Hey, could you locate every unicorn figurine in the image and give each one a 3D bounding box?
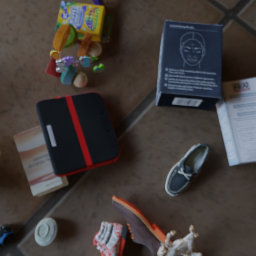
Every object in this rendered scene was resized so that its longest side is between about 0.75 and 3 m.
[{"bbox_3d":[1.697,3.637,8.541,1.849,0.683,1.270,7,119,-12],"label":"unicorn figurine"}]

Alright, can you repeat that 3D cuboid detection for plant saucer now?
[{"bbox_3d":[-2.680,3.311,8.962,0.851,0.214,0.851,-12,58,20],"label":"plant saucer"}]

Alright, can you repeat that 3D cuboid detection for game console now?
[{"bbox_3d":[-1.634,0.105,9.423,2.367,0.415,2.676,-14,74,-22],"label":"game console"}]

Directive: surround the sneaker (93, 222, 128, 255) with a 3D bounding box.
[{"bbox_3d":[-0.682,3.916,8.786,0.980,0.610,1.828,14,72,2],"label":"sneaker"}]

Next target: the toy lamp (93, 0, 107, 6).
[{"bbox_3d":[-0.406,-5.517,11.070,2.185,0.636,0.636,-41,80,-6],"label":"toy lamp"}]

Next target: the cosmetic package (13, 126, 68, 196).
[{"bbox_3d":[-2.884,1.102,9.308,1.077,0.909,2.085,-23,78,-7],"label":"cosmetic package"}]

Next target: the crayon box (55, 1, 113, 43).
[{"bbox_3d":[-1.650,-4.066,10.750,1.992,0.514,1.253,7,77,1],"label":"crayon box"}]

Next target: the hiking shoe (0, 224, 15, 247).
[{"bbox_3d":[-4.217,3.654,8.941,1.198,0.446,0.519,-43,79,-9],"label":"hiking shoe"}]

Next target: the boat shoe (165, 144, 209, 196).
[{"bbox_3d":[1.985,1.350,9.394,0.789,0.629,2.086,33,79,7],"label":"boat shoe"}]

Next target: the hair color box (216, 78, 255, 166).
[{"bbox_3d":[3.992,-0.211,9.654,1.394,0.854,2.816,-8,78,-2],"label":"hair color box"}]

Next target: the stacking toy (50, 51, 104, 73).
[{"bbox_3d":[-1.779,-2.346,9.813,1.725,0.405,1.300,-4,31,-20],"label":"stacking toy"}]

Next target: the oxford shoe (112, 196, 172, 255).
[{"bbox_3d":[0.268,3.134,8.891,2.338,0.832,0.848,41,84,9],"label":"oxford shoe"}]

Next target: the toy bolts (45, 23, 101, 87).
[{"bbox_3d":[-1.857,-2.440,9.804,1.429,1.967,2.060,24,100,-9],"label":"toy bolts"}]

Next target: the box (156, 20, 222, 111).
[{"bbox_3d":[2.093,-2.129,9.803,1.996,1.439,2.689,6,77,1],"label":"box"}]
